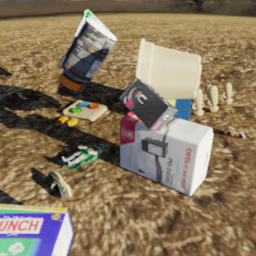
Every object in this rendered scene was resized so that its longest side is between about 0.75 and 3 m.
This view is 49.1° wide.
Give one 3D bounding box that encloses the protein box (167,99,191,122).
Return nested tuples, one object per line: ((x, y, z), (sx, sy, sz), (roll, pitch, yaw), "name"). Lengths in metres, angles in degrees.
((1.990, -1.667, 13.597), (1.549, 2.279, 2.296), (-3, 30, -6), "protein box")

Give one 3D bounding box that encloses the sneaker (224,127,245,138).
((4.654, 0.274, 12.271), (0.893, 0.349, 0.345), (26, 59, 36), "sneaker")

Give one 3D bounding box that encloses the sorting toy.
((-2.333, -0.791, 14.047), (1.766, 0.317, 2.371), (14, 33, 22), "sorting toy")

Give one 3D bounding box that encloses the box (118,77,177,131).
((0.594, -0.712, 8.534), (1.485, 0.908, 0.788), (45, 16, 23), "box")

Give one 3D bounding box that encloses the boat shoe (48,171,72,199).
((-2.358, 1.888, 9.296), (0.436, 0.474, 1.327), (-20, 40, -39), "boat shoe")

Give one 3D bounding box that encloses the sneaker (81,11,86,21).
((-2.011, -5.263, 13.276), (0.322, 0.295, 0.769), (28, 51, -24), "sneaker")

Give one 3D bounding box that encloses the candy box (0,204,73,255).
((-2.877, 3.190, 6.377), (2.508, 1.142, 2.966), (1, 29, 4), "candy box")

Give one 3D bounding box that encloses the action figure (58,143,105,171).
((-1.648, 1.009, 10.838), (1.099, 0.509, 1.861), (23, 34, 40), "action figure")

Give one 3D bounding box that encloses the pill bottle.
((-1.795, -2.899, 11.563), (1.463, 2.755, 1.463), (32, 20, -13), "pill bottle")

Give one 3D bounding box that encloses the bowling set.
((4.092, -1.539, 14.739), (2.515, 1.350, 1.751), (-12, 14, -18), "bowling set")

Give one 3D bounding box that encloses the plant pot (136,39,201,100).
((1.408, -1.883, 9.926), (2.102, 2.297, 2.297), (6, 31, 6), "plant pot")

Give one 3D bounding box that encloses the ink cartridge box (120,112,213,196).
((1.208, 0.741, 9.628), (2.874, 2.087, 1.198), (19, 35, 29), "ink cartridge box")

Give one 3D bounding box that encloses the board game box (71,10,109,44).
((-1.775, -4.427, 13.505), (0.225, 1.737, 1.737), (26, 1, 30), "board game box")
